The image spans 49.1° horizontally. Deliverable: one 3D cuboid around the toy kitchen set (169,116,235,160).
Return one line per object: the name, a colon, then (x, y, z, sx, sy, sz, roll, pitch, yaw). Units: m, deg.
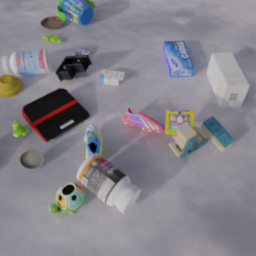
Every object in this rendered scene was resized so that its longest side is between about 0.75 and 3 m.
toy kitchen set: (2.582, 0.299, 9.286, 2.049, 1.642, 1.207, -30, 68, -17)

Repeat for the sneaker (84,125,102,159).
sneaker: (-1.158, 0.430, 9.660, 0.627, 0.869, 1.655, -1, 56, -13)

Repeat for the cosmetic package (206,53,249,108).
cosmetic package: (4.068, -2.030, 11.671, 0.937, 1.189, 2.210, -3, 51, -2)

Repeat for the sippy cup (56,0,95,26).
sippy cup: (-2.776, -6.468, 15.384, 1.514, 1.622, 2.066, 40, 89, 17)

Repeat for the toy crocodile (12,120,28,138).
toy crocodile: (-3.894, 0.043, 9.966, 0.415, 0.454, 1.344, -54, 27, -6)

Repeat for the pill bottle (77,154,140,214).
pill bottle: (-0.583, 1.670, 8.431, 1.800, 1.047, 1.047, 34, 57, 18)

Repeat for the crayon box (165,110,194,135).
crayon box: (1.756, -0.186, 9.593, 0.952, 0.278, 0.822, 0, 89, 5)

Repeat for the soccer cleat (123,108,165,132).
soccer cleat: (0.608, -0.275, 10.354, 1.654, 0.633, 0.552, 15, 9, 19)

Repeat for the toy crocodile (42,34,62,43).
toy crocodile: (-3.940, -4.584, 14.479, 1.063, 0.328, 0.359, 15, 50, 7)

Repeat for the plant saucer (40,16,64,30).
plant saucer: (-4.206, -5.802, 15.573, 1.288, 0.207, 1.288, -1, 49, 1)

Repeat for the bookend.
bookend: (-2.362, -2.593, 12.178, 1.154, 0.535, 1.161, 3, 52, 25)

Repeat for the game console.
game console: (-2.817, -0.567, 10.821, 2.083, 0.323, 1.843, -35, 71, -29)

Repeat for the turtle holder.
turtle holder: (-1.844, 2.074, 8.387, 1.099, 0.780, 0.835, -12, 51, -11)

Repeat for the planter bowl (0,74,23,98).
planter bowl: (-5.133, -1.897, 11.859, 1.189, 0.495, 1.189, 2, 60, -4)

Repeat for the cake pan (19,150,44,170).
cake pan: (-3.216, 1.035, 9.335, 0.785, 0.785, 0.144, -10, 31, -9)

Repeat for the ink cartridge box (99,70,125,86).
ink cartridge box: (-0.697, -2.207, 12.364, 1.040, 0.353, 0.598, 8, 50, 7)

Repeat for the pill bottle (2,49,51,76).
pill bottle: (-4.505, -2.892, 12.497, 1.936, 1.053, 1.053, -8, 50, -6)

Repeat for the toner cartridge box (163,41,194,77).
toner cartridge box: (2.335, -3.286, 13.209, 1.058, 0.481, 2.228, -4, 49, -3)

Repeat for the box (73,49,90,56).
box: (-2.280, -3.515, 13.606, 0.597, 0.208, 1.002, 19, 49, 16)
